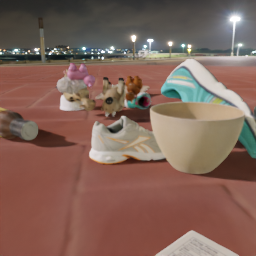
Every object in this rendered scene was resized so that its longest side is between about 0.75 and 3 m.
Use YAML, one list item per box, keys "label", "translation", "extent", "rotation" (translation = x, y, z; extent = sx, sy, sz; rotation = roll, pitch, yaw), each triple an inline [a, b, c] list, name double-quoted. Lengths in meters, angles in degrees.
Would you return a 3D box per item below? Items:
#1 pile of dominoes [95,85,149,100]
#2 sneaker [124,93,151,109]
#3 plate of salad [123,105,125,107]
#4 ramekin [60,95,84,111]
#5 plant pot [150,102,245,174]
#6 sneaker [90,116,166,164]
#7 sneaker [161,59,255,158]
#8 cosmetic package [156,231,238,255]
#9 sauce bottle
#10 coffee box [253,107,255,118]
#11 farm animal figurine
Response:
- label: "pile of dominoes"
  translation: [-0.184, -1.620, 13.838]
  extent: [1.983, 0.405, 2.544]
  rotation: [6, 24, 19]
- label: "sneaker"
  translation: [0.611, -1.097, 11.000]
  extent: [0.838, 0.581, 1.389]
  rotation: [8, 24, 43]
- label: "plate of salad"
  translation: [-0.237, -1.022, 11.498]
  extent: [0.854, 0.205, 0.854]
  rotation: [-1, 16, 0]
- label: "ramekin"
  translation: [-2.129, -1.008, 10.885]
  extent: [1.024, 0.499, 1.024]
  rotation: [0, 16, 0]
- label: "plant pot"
  translation: [1.238, 0.201, 5.256]
  extent: [1.672, 1.122, 1.672]
  rotation: [0, 14, 0]
- label: "sneaker"
  translation: [0.175, 0.184, 5.767]
  extent: [1.932, 0.889, 0.732]
  rotation: [-5, 17, -18]
- label: "sneaker"
  translation: [1.917, -0.336, 6.434]
  extent: [2.936, 1.169, 1.138]
  rotation: [51, 4, 33]
- label: "cosmetic package"
  translation: [0.258, 1.410, 1.861]
  extent: [1.588, 0.581, 0.822]
  rotation: [-12, 19, -40]
- label: "sauce bottle"
  translation: [-3.179, -0.116, 7.180]
  extent: [2.287, 0.740, 0.740]
  rotation: [13, 20, 38]
- label: "coffee box"
  translation: [5.131, -0.591, 9.513]
  extent: [1.148, 0.411, 1.867]
  rotation: [12, 20, 37]
- label: "farm animal figurine"
  translation: [-0.998, -1.056, 9.147]
  extent: [2.713, 1.364, 2.191]
  rotation: [5, -2, -31]
